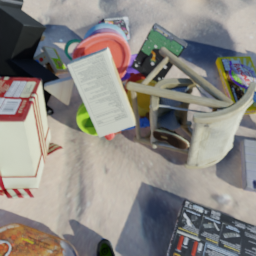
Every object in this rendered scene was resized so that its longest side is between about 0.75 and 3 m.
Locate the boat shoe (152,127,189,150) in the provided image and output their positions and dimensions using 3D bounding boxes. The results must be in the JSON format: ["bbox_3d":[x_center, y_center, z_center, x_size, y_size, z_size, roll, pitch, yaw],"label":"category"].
[{"bbox_3d":[1.146,0.207,7.203,1.050,0.388,0.388,24,45,33],"label":"boat shoe"}]

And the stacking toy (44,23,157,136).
[{"bbox_3d":[-0.694,-1.350,8.268,2.706,2.989,1.263,-32,35,13],"label":"stacking toy"}]

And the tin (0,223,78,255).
[{"bbox_3d":[-2.286,3.168,6.615,2.405,0.504,1.347,16,54,10],"label":"tin"}]

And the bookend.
[{"bbox_3d":[-3.076,-2.056,8.336,2.621,2.637,1.215,36,24,8],"label":"bookend"}]

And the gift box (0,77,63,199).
[{"bbox_3d":[-3.049,0.280,7.030,2.554,2.385,2.357,4,36,-2],"label":"gift box"}]

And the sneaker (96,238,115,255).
[{"bbox_3d":[-0.490,3.316,6.395,0.548,0.640,1.545,-10,57,-5],"label":"sneaker"}]

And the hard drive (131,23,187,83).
[{"bbox_3d":[0.819,-2.012,7.802,1.045,1.496,0.283,32,49,-1],"label":"hard drive"}]

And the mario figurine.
[{"bbox_3d":[-0.153,-0.260,8.192,1.700,1.049,0.901,-10,52,-24],"label":"mario figurine"}]

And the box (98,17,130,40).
[{"bbox_3d":[-0.481,-3.193,9.246,0.821,0.713,1.243,-9,16,-12],"label":"box"}]

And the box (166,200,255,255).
[{"bbox_3d":[2.226,3.090,6.544,2.531,0.630,1.996,18,59,11],"label":"box"}]

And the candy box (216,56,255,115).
[{"bbox_3d":[3.976,-1.537,9.768,1.260,0.326,2.465,-2,57,-4],"label":"candy box"}]

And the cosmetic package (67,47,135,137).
[{"bbox_3d":[-0.582,-0.823,6.605,0.981,1.864,0.663,-17,21,7],"label":"cosmetic package"}]

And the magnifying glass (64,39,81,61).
[{"bbox_3d":[-1.184,-2.163,8.598,1.640,0.653,0.184,19,20,-36],"label":"magnifying glass"}]

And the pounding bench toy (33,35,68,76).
[{"bbox_3d":[-2.968,-2.223,9.304,1.154,0.919,1.480,-26,96,14],"label":"pounding bench toy"}]

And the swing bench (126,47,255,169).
[{"bbox_3d":[1.550,-0.281,7.430,2.626,2.612,1.703,30,65,23],"label":"swing bench"}]

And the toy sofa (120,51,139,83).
[{"bbox_3d":[0.126,-2.140,9.500,1.630,0.675,0.796,-21,53,-37],"label":"toy sofa"}]

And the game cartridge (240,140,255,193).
[{"bbox_3d":[4.499,1.192,7.937,2.477,0.475,1.605,8,53,6],"label":"game cartridge"}]
